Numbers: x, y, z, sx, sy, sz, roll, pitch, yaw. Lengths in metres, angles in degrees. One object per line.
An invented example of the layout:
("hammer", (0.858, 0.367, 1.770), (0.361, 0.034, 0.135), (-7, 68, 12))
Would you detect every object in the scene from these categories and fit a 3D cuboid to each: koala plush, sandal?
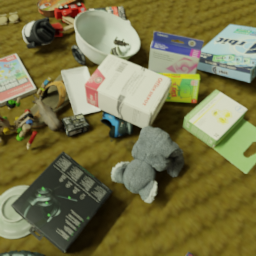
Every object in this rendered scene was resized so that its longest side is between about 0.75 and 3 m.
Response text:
("koala plush", (0.543, 1.141, 8.660), (1.782, 1.847, 2.010), (33, 73, 21))
("sandal", (-2.888, -1.221, 10.745), (1.153, 0.775, 2.870), (25, 59, 16))

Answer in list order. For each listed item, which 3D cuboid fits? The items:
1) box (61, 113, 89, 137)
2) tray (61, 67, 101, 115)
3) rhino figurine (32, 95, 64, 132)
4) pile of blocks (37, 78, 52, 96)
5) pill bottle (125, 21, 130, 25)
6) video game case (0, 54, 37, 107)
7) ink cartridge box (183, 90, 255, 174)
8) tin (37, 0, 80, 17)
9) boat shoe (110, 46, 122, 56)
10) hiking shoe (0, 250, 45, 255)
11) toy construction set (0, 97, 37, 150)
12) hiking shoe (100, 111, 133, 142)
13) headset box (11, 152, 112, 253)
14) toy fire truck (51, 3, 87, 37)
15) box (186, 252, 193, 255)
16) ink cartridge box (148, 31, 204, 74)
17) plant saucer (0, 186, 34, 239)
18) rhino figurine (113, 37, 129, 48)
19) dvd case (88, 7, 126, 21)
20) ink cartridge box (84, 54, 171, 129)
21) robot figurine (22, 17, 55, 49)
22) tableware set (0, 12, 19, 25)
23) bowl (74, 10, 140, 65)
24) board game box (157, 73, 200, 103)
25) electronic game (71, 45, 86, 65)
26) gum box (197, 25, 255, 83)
("box", (-1.919, -0.107, 10.158), (0.800, 0.345, 0.655), (-19, 56, -25))
("tray", (-1.838, -1.409, 10.866), (1.054, 0.218, 1.963), (-15, 75, -20))
("rhino figurine", (-2.898, -0.535, 9.967), (0.492, 0.720, 1.646), (-35, 86, -9))
("pile of blocks", (-3.294, -1.641, 11.272), (0.309, 0.408, 0.994), (28, 60, -7))
("pill bottle", (-0.569, -4.605, 13.137), (1.308, 0.745, 0.745), (-12, 56, -9))
("video game case", (-5.079, -2.015, 11.645), (1.776, 0.217, 2.484), (-27, 59, -17))
("ink cartridge box", (3.623, 0.034, 9.986), (1.982, 0.653, 2.724), (-39, 62, -24))
("tin", (-3.609, -6.550, 14.682), (2.370, 0.496, 1.327), (-37, 58, -23))
("boat shoe", (-0.511, -3.112, 11.696), (0.432, 0.512, 1.436), (-24, 20, 8))
("hiking shoe", (-2.193, 3.879, 7.034), (2.734, 1.017, 1.185), (9, 55, 6))
("toy construction set", (-4.054, 0.092, 9.783), (1.797, 1.381, 1.498), (44, 32, 15))
("hiking shoe", (-0.637, -0.610, 10.287), (0.973, 0.835, 2.244), (-21, 56, -12))
("headset box", (-1.890, 2.156, 7.987), (1.900, 1.012, 2.183), (37, 62, 5))
("toy fire truck", (-2.879, -5.288, 13.659), (2.137, 0.521, 1.507), (-19, 66, -22))
("box", (1.894, 4.172, 7.283), (1.498, 0.282, 1.023), (35, 62, 22))
("ink cartridge box", (1.806, -2.712, 11.065), (1.928, 1.964, 0.425), (15, 58, 11))
("plant saucer", (-3.336, 2.448, 8.414), (1.641, 0.412, 1.641), (0, 55, 0))
("rhino figurine", (-0.273, -3.608, 11.933), (0.816, 0.357, 0.244), (7, 64, -37))
("dvd case", (-1.075, -5.668, 14.214), (1.803, 0.198, 1.316), (-6, 55, -6))
("ink cartridge box", (0.016, -1.257, 9.630), (2.446, 1.037, 1.781), (24, 58, 13))
("robot figurine", (-3.964, -4.185, 12.378), (1.715, 1.070, 1.289), (7, 32, 44))
("tableware set", (-5.989, -5.413, 14.041), (1.006, 0.202, 0.665), (-11, 67, -1))
("bowl", (-1.017, -3.563, 11.854), (2.811, 1.263, 2.811), (13, 53, -17))
("board game box", (1.658, -1.537, 10.692), (1.965, 0.998, 0.468), (4, 36, 8))
("electronic game", (-2.121, -3.116, 11.993), (0.187, 0.898, 0.898), (-37, 63, -25))
("gum box", (4.665, -3.238, 11.786), (2.530, 0.663, 2.978), (27, 57, 38))
